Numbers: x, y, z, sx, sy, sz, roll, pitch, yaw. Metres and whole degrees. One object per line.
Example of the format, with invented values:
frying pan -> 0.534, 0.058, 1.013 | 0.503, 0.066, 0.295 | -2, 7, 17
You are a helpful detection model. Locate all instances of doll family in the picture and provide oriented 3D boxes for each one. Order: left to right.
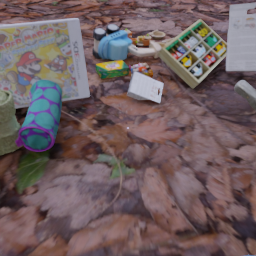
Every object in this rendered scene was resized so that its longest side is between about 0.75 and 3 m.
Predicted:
doll family -> 0.525, -2.095, 10.657 | 0.846, 0.614, 1.362 | -8, 21, -1

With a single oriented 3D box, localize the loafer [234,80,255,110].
loafer -> 3.883, -0.973, 8.636 | 1.292, 0.452, 0.451 | 46, 68, 4

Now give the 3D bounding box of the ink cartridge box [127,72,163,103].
ink cartridge box -> 0.590, -1.318, 9.500 | 1.109, 0.316, 0.901 | 22, 59, -15

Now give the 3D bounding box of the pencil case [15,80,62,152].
pencil case -> -2.359, -0.381, 7.617 | 0.971, 0.894, 2.101 | -5, 43, -1

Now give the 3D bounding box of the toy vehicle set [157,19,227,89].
toy vehicle set -> 2.661, -2.953, 10.845 | 1.834, 0.391, 2.952 | 44, 57, 4

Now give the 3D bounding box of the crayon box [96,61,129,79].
crayon box -> -0.621, -2.284, 10.940 | 1.136, 0.331, 0.674 | -13, 42, -19

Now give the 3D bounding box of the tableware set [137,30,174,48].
tableware set -> 1.459, -4.145, 13.366 | 2.195, 0.255, 1.834 | 31, 48, 33

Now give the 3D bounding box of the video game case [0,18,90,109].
video game case -> -2.650, -1.911, 8.498 | 2.672, 2.432, 0.306 | -10, 23, -11

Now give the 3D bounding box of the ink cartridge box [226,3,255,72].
ink cartridge box -> 4.601, -3.226, 10.118 | 1.900, 2.338, 0.667 | 4, 17, 22

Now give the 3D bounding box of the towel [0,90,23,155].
towel -> -3.962, 0.207, 6.486 | 2.836, 2.104, 0.517 | -17, 54, -21

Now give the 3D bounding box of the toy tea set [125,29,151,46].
toy tea set -> 0.311, -4.262, 13.093 | 1.656, 0.613, 0.985 | 5, 36, 16

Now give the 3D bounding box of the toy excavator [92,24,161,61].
toy excavator -> -0.079, -3.400, 11.946 | 2.306, 1.152, 2.243 | 40, 53, 23
